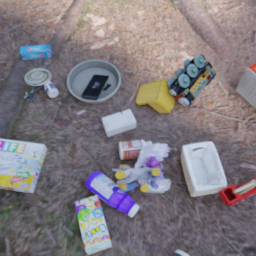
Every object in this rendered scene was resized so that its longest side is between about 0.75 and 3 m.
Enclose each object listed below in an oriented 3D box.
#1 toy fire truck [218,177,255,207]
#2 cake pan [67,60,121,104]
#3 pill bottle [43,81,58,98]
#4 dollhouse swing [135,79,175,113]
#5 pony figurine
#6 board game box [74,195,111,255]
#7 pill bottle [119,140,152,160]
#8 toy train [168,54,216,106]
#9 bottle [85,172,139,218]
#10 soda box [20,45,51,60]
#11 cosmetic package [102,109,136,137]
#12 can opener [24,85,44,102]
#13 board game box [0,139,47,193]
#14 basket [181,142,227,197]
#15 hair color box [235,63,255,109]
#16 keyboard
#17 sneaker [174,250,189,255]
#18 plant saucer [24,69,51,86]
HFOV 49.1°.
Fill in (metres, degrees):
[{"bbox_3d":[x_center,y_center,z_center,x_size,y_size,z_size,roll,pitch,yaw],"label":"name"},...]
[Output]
[{"bbox_3d":[4.120,2.198,9.963,2.163,1.525,0.527,-22,63,-12],"label":"toy fire truck"},{"bbox_3d":[-1.588,-2.130,13.135,2.495,0.458,2.495,0,59,0],"label":"cake pan"},{"bbox_3d":[-3.596,-1.806,12.940,0.467,0.467,0.780,-28,62,-16],"label":"pill bottle"},{"bbox_3d":[1.260,-1.355,12.809,1.252,1.211,1.378,35,55,-28],"label":"dollhouse swing"},{"bbox_3d":[0.535,1.594,10.007,2.228,2.308,1.922,-5,92,-3],"label":"pony figurine"},{"bbox_3d":[-1.215,3.338,9.664,0.875,0.859,1.668,-15,61,-11],"label":"board game box"},{"bbox_3d":[0.301,0.865,11.183,1.297,0.727,0.727,-4,60,-6],"label":"pill bottle"},{"bbox_3d":[2.897,-2.164,12.661,1.467,1.097,2.574,47,67,-17],"label":"toy train"},{"bbox_3d":[-0.562,2.425,10.205,2.081,0.869,0.679,34,102,19],"label":"bottle"},{"bbox_3d":[-4.643,-3.814,14.128,1.445,0.464,0.490,-6,60,-4],"label":"soda box"},{"bbox_3d":[-0.398,-0.207,11.957,1.313,0.533,0.741,-19,63,-12],"label":"cosmetic package"},{"bbox_3d":[-4.271,-1.748,13.037,0.446,0.353,1.341,46,67,-14],"label":"can opener"},{"bbox_3d":[-4.873,1.411,11.024,2.822,0.483,1.897,7,60,4],"label":"board game box"},{"bbox_3d":[2.743,1.601,10.548,1.228,1.118,1.812,-7,60,-4],"label":"basket"},{"bbox_3d":[6.185,-1.328,11.998,0.927,1.608,2.900,-30,65,-16],"label":"hair color box"},{"bbox_3d":[-1.348,-1.864,12.834,1.072,0.229,1.786,8,45,12],"label":"keyboard"},{"bbox_3d":[2.008,4.852,8.864,0.809,0.717,1.914,-32,65,-22],"label":"sneaker"},{"bbox_3d":[-3.962,-2.287,12.256,1.143,1.143,0.287,-18,68,-10],"label":"plant saucer"}]
